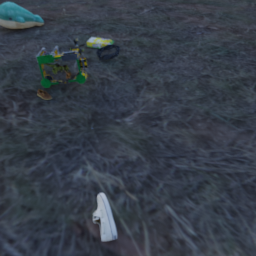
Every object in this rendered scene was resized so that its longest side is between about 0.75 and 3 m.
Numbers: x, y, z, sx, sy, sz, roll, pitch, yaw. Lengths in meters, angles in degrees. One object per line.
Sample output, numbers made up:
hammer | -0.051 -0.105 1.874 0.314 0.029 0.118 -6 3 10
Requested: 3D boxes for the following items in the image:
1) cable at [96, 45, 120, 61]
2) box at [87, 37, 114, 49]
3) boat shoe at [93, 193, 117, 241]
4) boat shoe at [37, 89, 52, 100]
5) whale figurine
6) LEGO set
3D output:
cable | -1.013 -3.873 14.301 1.226 0.311 1.000 -25 50 -5
box | -1.527 -4.716 15.630 1.362 0.329 0.799 9 38 12
boat shoe | -0.615 2.054 6.490 0.429 0.436 1.229 -9 44 -16
boat shoe | -3.340 -1.321 11.116 0.768 0.259 0.276 24 39 31
whale figurine | -6.930 -7.228 18.017 2.821 1.464 2.244 -5 32 -22
LEGO set | -2.712 -2.662 11.726 2.242 1.724 1.299 -13 33 8
